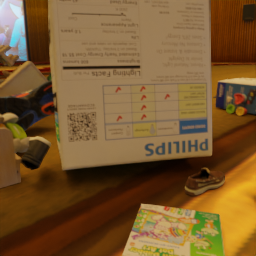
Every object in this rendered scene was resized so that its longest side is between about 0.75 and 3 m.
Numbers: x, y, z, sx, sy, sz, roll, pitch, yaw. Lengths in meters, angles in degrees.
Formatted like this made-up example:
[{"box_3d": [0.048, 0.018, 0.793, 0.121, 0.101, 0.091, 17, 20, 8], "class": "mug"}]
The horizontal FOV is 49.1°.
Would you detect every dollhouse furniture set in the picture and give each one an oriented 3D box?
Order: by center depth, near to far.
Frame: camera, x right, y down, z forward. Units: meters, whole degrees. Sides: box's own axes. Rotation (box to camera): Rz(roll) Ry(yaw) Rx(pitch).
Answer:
[{"box_3d": [-3.434, 0.298, 5.116, 2.132, 1.221, 2.500, -12, 20, -37], "class": "dollhouse furniture set"}, {"box_3d": [-4.034, -1.436, 9.799, 1.708, 2.253, 2.571, -46, 34, -15], "class": "dollhouse furniture set"}]

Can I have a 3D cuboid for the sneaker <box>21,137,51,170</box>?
[{"box_3d": [-1.705, 0.473, 4.998, 0.372, 0.522, 1.053, 35, -22, -17], "class": "sneaker"}]

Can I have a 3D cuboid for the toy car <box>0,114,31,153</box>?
[{"box_3d": [-2.757, 0.233, 6.196, 0.821, 0.959, 1.095, -38, -6, 12], "class": "toy car"}]

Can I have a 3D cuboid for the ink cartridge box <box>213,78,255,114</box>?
[{"box_3d": [4.727, -1.261, 10.644, 1.978, 1.107, 2.899, -14, 23, -40], "class": "ink cartridge box"}]

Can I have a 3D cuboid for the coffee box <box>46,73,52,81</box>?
[{"box_3d": [-2.704, -1.816, 10.997, 0.340, 0.950, 1.545, 35, -5, 5], "class": "coffee box"}]

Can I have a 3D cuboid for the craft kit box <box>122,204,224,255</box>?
[{"box_3d": [0.567, 1.332, 3.339, 1.070, 0.260, 1.057, 3, 19, 13], "class": "craft kit box"}]

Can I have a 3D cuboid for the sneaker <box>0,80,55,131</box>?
[{"box_3d": [-2.901, -0.484, 7.833, 2.970, 1.119, 1.165, -22, 9, -23], "class": "sneaker"}]

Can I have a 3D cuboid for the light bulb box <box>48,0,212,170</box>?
[{"box_3d": [-0.036, -0.892, 5.682, 2.930, 2.956, 1.844, -4, 5, -14], "class": "light bulb box"}]

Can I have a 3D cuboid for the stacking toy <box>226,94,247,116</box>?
[{"box_3d": [3.904, -0.827, 9.997, 0.326, 0.772, 0.699, -2, 4, -36], "class": "stacking toy"}]

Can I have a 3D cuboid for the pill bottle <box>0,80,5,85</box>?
[{"box_3d": [-4.635, -1.538, 11.922, 1.788, 0.950, 0.950, 4, 17, 11], "class": "pill bottle"}]

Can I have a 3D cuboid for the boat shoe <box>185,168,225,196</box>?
[{"box_3d": [1.349, 0.851, 4.765, 0.936, 0.346, 0.346, -14, 21, -40], "class": "boat shoe"}]
